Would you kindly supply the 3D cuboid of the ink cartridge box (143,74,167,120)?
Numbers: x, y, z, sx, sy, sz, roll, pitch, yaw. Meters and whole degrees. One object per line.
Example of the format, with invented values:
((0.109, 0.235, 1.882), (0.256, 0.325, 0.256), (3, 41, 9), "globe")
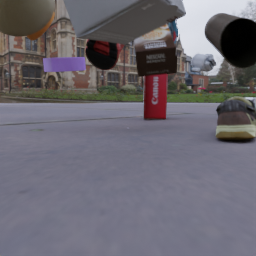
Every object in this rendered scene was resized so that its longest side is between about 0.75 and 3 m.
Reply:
((0.996, -1.361, 10.332), (0.864, 2.060, 1.809), (1, 7, 4), "ink cartridge box")

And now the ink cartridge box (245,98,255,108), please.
((5.506, -0.913, 12.205), (1.815, 0.762, 1.320), (5, 8, 37), "ink cartridge box")

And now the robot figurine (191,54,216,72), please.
((2.691, -2.359, 10.126), (0.872, 0.580, 1.028), (-44, 33, -8), "robot figurine")

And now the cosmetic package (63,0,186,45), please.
((-0.319, -2.510, 3.471), (1.208, 2.679, 1.431), (-15, 4, 26), "cosmetic package")

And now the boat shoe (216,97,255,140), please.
((2.353, -0.258, 5.914), (0.911, 0.806, 2.488), (2, 7, 21), "boat shoe")

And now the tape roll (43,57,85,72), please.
((-2.390, -2.394, 10.573), (1.529, 0.502, 1.529), (-1, 14, 0), "tape roll")

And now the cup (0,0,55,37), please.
((-2.234, -2.664, 5.387), (1.433, 1.433, 1.025), (0, -10, -3), "cup")

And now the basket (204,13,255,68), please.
((3.157, -2.872, 8.705), (1.627, 1.227, 1.804), (39, 21, -28), "basket")

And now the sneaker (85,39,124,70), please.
((-0.309, -2.890, 6.824), (1.073, 2.912, 1.263), (25, 44, -2), "sneaker")

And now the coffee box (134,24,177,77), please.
((0.626, -1.985, 6.936), (0.941, 0.656, 1.646), (-7, 39, 2), "coffee box")

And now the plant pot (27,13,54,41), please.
((-3.175, -3.667, 9.254), (1.238, 1.238, 0.867), (6, -23, 43), "plant pot")

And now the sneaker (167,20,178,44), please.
((1.148, -3.812, 10.151), (1.081, 2.262, 0.897), (-29, 46, -22), "sneaker")
